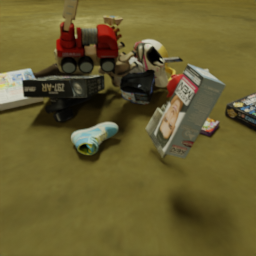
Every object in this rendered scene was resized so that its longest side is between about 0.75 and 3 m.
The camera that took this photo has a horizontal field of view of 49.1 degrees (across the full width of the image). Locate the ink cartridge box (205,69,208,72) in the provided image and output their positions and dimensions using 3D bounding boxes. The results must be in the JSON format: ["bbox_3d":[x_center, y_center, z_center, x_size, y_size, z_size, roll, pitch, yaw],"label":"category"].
[{"bbox_3d":[2.931,-2.011,12.030,1.061,0.237,0.935,-3,74,9],"label":"ink cartridge box"}]

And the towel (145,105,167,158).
[{"bbox_3d":[0.955,0.102,7.774,0.200,1.160,1.117,-5,54,-33],"label":"towel"}]

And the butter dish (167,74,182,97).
[{"bbox_3d":[1.635,-1.497,9.274,0.851,0.854,0.631,-17,69,-35],"label":"butter dish"}]

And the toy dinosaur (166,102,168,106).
[{"bbox_3d":[1.756,-0.870,10.520,0.775,0.396,0.298,-26,40,-34],"label":"toy dinosaur"}]

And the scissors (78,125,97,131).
[{"bbox_3d":[-1.340,0.078,9.342,0.775,0.054,0.284,-16,33,-26],"label":"scissors"}]

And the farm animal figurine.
[{"bbox_3d":[-0.781,-2.587,10.970,1.297,2.083,2.580,-35,2,-13],"label":"farm animal figurine"}]

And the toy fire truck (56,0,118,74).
[{"bbox_3d":[-1.312,-3.030,8.813,1.947,2.212,1.423,-4,50,-10],"label":"toy fire truck"}]

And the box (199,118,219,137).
[{"bbox_3d":[2.638,-0.057,9.426,0.585,0.167,0.855,21,37,29],"label":"box"}]

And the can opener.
[{"bbox_3d":[-2.180,-0.909,10.366,0.713,0.885,2.250,-3,20,26],"label":"can opener"}]

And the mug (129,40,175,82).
[{"bbox_3d":[0.921,-2.823,12.507,2.090,1.674,1.716,6,40,28],"label":"mug"}]

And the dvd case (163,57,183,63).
[{"bbox_3d":[1.708,-2.779,11.523,0.948,0.083,0.677,1,4,25],"label":"dvd case"}]

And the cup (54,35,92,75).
[{"bbox_3d":[-2.275,-2.813,11.217,1.175,1.643,1.643,-19,36,-16],"label":"cup"}]

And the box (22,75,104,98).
[{"bbox_3d":[-2.269,-1.616,10.577,2.255,0.613,2.815,1,13,7],"label":"box"}]

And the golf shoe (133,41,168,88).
[{"bbox_3d":[1.064,-2.385,11.126,0.830,2.286,1.053,-49,40,-9],"label":"golf shoe"}]

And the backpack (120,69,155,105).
[{"bbox_3d":[0.344,-1.554,10.758,1.289,1.042,1.353,9,53,9],"label":"backpack"}]

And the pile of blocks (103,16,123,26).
[{"bbox_3d":[-0.532,-3.826,10.084,0.393,0.297,0.956,-28,40,-33],"label":"pile of blocks"}]

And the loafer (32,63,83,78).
[{"bbox_3d":[-3.336,-2.458,12.532,2.650,0.945,0.967,-10,33,-15],"label":"loafer"}]

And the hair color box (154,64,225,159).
[{"bbox_3d":[1.258,-0.346,6.083,0.549,1.810,0.896,14,25,-19],"label":"hair color box"}]

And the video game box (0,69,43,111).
[{"bbox_3d":[-4.533,-1.537,11.097,1.846,0.432,1.682,-17,58,-25],"label":"video game box"}]

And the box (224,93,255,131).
[{"bbox_3d":[4.929,-0.520,9.846,2.110,0.524,2.094,-20,37,-28],"label":"box"}]

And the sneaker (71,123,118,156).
[{"bbox_3d":[-0.900,0.377,8.373,1.483,0.590,0.968,-18,33,-11],"label":"sneaker"}]
